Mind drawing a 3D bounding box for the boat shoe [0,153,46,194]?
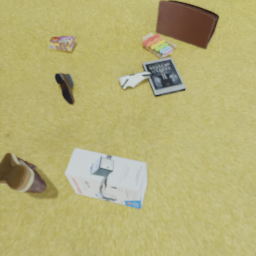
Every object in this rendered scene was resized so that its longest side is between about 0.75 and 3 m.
[{"bbox_3d":[-3.358,1.477,8.839,2.678,0.964,0.966,7,71,50],"label":"boat shoe"}]

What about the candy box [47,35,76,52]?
[{"bbox_3d":[-2.951,-3.786,12.521,1.108,0.313,0.646,10,60,18],"label":"candy box"}]

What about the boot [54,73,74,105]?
[{"bbox_3d":[-2.349,-1.601,11.192,0.658,0.507,1.357,-27,93,-53],"label":"boot"}]

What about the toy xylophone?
[{"bbox_3d":[1.408,-3.691,12.432,1.143,0.392,1.561,-40,59,-22],"label":"toy xylophone"}]

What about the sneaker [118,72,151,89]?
[{"bbox_3d":[0.305,-1.952,11.437,1.359,0.501,0.544,-14,98,0],"label":"sneaker"}]

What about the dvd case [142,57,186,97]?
[{"bbox_3d":[1.473,-2.145,11.703,1.335,0.220,1.777,-14,61,-8],"label":"dvd case"}]

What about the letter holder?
[{"bbox_3d":[2.664,-4.929,12.418,2.525,1.794,1.270,23,62,13],"label":"letter holder"}]

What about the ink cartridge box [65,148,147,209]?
[{"bbox_3d":[-0.599,1.572,8.599,2.227,1.631,0.956,9,58,11],"label":"ink cartridge box"}]
